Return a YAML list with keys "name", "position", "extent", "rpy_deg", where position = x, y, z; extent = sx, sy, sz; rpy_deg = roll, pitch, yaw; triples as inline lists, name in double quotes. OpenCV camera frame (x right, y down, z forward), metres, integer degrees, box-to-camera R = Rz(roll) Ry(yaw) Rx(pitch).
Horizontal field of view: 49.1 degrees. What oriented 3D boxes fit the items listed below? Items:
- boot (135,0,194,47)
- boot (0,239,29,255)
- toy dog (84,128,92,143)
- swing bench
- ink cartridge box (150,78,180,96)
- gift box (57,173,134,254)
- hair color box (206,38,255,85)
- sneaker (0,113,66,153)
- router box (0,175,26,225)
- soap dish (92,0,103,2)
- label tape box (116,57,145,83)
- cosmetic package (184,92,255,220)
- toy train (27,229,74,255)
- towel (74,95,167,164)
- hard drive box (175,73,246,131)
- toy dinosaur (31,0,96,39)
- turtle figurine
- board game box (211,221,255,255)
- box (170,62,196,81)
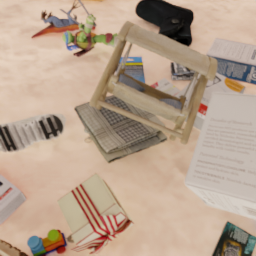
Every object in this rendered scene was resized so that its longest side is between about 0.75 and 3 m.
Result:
- name: "boot"
  position: [1.507, -4.616, 12.395]
  extent: [2.866, 1.094, 2.408]
  rpy_deg: [15, 49, 4]
- name: "boot"
  position: [-2.290, 3.580, 6.122]
  extent: [2.372, 0.890, 1.272]
  rpy_deg: [19, 59, 22]
- name: "toy dog"
  position: [-0.990, 0.140, 9.034]
  extent: [0.947, 0.456, 0.625]
  rpy_deg: [0, 51, -1]
- name: "swing bench"
  position: [0.772, -1.370, 8.117]
  extent: [2.816, 1.837, 2.831]
  rpy_deg: [22, 90, -2]
- name: "ink cartridge box"
  position: [1.365, -1.244, 10.152]
  extent: [0.748, 0.430, 1.031]
  rpy_deg: [-30, 57, -22]
- name: "gift box"
  position: [-0.809, 2.121, 6.704]
  extent: [1.375, 1.490, 1.391]
  rpy_deg: [-38, 57, -1]
- name: "hair color box"
  position: [4.503, -2.475, 10.689]
  extent: [2.890, 0.875, 1.445]
  rpy_deg: [19, 51, 21]
- name: "sneaker"
  position: [-3.182, 0.091, 8.894]
  extent: [2.593, 0.974, 1.051]
  rpy_deg: [-12, 18, 3]
- name: "router box"
  position: [-4.154, 2.060, 7.471]
  extent: [1.848, 0.503, 2.059]
  rpy_deg: [30, 58, 22]
- name: "soap dish"
  position: [-2.056, -7.442, 14.832]
  extent: [2.059, 0.836, 1.620]
  rpy_deg: [6, 52, 4]
- name: "label tape box"
  position: [0.061, -2.063, 10.747]
  extent: [1.070, 0.470, 1.484]
  rpy_deg: [-2, 54, -3]
- name: "cosmetic package"
  position: [2.743, 0.707, 6.351]
  extent: [1.921, 1.933, 2.310]
  rpy_deg: [9, 68, 35]
- name: "toy train"
  position: [-1.722, 2.674, 6.807]
  extent: [1.357, 0.785, 0.574]
  rpy_deg: [-19, 55, -14]
- name: "towel"
  position: [-0.195, -0.189, 8.891]
  extent: [2.337, 0.419, 2.427]
  rpy_deg: [-19, 57, -29]
- name: "hard drive box"
  position: [2.753, -0.950, 9.682]
  extent: [1.631, 0.804, 2.093]
  rpy_deg: [33, 59, 24]
- name: "toy dinosaur"
  position: [-2.734, -4.611, 12.813]
  extent: [2.275, 1.316, 2.507]
  rpy_deg: [29, 96, 4]
- name: "turtle figurine"
  position: [-1.403, -4.070, 11.200]
  extent: [2.359, 1.751, 2.433]
  rpy_deg: [3, 69, -28]
- name: "board game box"
  position: [2.601, 3.040, 6.913]
  extent: [0.826, 0.172, 1.221]
  rpy_deg: [28, 56, 20]
- name: "box"
  position: [2.223, -2.238, 11.046]
  extent: [1.073, 0.267, 0.846]
  rpy_deg: [1, 51, 1]
